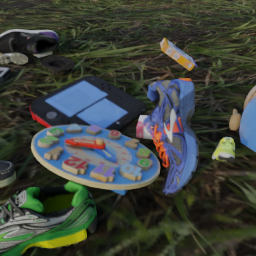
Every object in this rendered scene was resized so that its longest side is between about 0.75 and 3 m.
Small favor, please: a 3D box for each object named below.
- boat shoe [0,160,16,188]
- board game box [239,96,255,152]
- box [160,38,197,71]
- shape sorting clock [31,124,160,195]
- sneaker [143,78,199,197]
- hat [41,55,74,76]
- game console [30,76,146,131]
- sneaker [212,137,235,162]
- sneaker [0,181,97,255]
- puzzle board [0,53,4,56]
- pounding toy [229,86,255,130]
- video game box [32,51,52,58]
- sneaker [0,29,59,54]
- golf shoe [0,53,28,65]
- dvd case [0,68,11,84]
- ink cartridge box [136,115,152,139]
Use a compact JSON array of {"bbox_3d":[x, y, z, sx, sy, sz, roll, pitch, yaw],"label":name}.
[{"bbox_3d":[-3.569,0.667,5.426,2.620,0.861,0.936,6,15,-14],"label":"boat shoe"},{"bbox_3d":[4.160,0.139,6.510,2.268,0.559,2.871,-47,58,-6],"label":"board game box"},{"bbox_3d":[1.829,-2.610,10.091,1.464,0.304,0.872,33,28,-15],"label":"box"},{"bbox_3d":[-0.614,0.464,5.844,2.665,0.523,2.665,12,22,-5],"label":"shape sorting clock"},{"bbox_3d":[0.833,0.129,6.049,1.066,1.023,2.717,6,63,-5],"label":"sneaker"},{"bbox_3d":[-2.645,-2.278,10.588,1.214,0.490,1.214,4,41,-3],"label":"hat"},{"bbox_3d":[-1.115,-0.570,7.990,2.360,0.414,2.668,29,45,26],"label":"game console"},{"bbox_3d":[2.032,0.443,5.913,0.447,0.453,1.186,7,6,17],"label":"sneaker"},{"bbox_3d":[-1.877,1.480,4.608,2.691,1.146,1.050,-14,37,-18],"label":"sneaker"},{"bbox_3d":[-6.010,-3.091,12.047,1.235,0.143,1.639,1,35,-1],"label":"puzzle board"},{"bbox_3d":[3.578,-0.722,7.774,1.979,1.132,1.135,-20,40,-27],"label":"pounding toy"},{"bbox_3d":[-3.848,-3.354,12.388,0.751,0.176,0.684,30,42,35],"label":"video game box"},{"bbox_3d":[-4.261,-3.569,11.803,2.648,1.003,1.159,-13,37,-12],"label":"sneaker"},{"bbox_3d":[-4.651,-2.900,11.523,1.183,0.463,0.575,3,29,3],"label":"golf shoe"},{"bbox_3d":[-5.290,-1.566,9.744,1.607,0.264,2.139,1,34,2],"label":"dvd case"},{"bbox_3d":[0.683,0.000,7.418,0.846,0.350,0.620,7,35,10],"label":"ink cartridge box"}]
